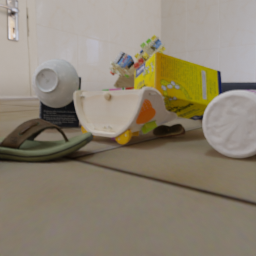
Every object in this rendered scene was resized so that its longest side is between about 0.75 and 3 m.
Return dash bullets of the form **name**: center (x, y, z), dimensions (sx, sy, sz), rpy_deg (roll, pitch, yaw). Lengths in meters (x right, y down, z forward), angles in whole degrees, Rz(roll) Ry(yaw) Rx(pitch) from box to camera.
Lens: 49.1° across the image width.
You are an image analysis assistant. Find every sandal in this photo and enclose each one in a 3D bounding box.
- **sandal**: center (-2.249, 0.211, 6.098), dimensions (2.952, 0.842, 1.172), rpy_deg (0, 8, -2)

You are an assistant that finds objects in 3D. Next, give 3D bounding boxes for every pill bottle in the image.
- **pill bottle**: center (2.903, -0.196, 6.838), dimensions (1.456, 1.456, 2.593), rpy_deg (6, 9, 34)

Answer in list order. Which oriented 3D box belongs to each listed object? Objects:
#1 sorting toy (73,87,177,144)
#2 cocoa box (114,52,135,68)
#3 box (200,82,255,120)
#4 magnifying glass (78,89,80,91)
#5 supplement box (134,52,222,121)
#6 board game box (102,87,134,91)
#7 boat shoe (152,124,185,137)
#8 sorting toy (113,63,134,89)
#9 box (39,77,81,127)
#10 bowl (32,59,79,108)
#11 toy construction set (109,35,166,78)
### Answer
- **sorting toy**: center (0.153, -0.357, 8.356), dimensions (2.723, 1.455, 2.452), rpy_deg (5, 4, 43)
- **cocoa box**: center (-0.119, -2.911, 12.837), dimensions (0.631, 0.641, 0.962), rpy_deg (32, -5, 23)
- **box**: center (4.254, -1.061, 11.835), dimensions (2.420, 1.445, 2.461), rpy_deg (1, 0, 10)
- **magnifying glass**: center (-1.661, -1.227, 9.830), dimensions (1.362, 0.153, 0.542), rpy_deg (40, -9, -8)
- **supplement box**: center (1.500, -1.159, 8.465), dimensions (2.364, 1.295, 1.287), rpy_deg (10, -18, -23)
- **board game box**: center (-0.026, -0.975, 9.728), dimensions (1.739, 0.351, 1.330), rpy_deg (-6, -16, -7)
- **boat shoe**: center (1.236, 0.135, 8.511), dimensions (1.066, 0.384, 0.360), rpy_deg (-6, -32, 38)
- **sorting toy**: center (0.144, -1.770, 10.896), dimensions (1.063, 1.056, 0.370), rpy_deg (32, -1, -5)
- **box**: center (-2.589, -1.033, 10.566), dimensions (1.410, 1.899, 1.017), rpy_deg (1, 11, -21)
- **bowl**: center (-2.556, -1.543, 9.382), dimensions (1.695, 1.695, 0.762), rpy_deg (1, 1, 10)
- **toy construction set**: center (0.348, -2.228, 9.310), dimensions (1.987, 0.915, 1.303), rpy_deg (-28, 12, 15)
